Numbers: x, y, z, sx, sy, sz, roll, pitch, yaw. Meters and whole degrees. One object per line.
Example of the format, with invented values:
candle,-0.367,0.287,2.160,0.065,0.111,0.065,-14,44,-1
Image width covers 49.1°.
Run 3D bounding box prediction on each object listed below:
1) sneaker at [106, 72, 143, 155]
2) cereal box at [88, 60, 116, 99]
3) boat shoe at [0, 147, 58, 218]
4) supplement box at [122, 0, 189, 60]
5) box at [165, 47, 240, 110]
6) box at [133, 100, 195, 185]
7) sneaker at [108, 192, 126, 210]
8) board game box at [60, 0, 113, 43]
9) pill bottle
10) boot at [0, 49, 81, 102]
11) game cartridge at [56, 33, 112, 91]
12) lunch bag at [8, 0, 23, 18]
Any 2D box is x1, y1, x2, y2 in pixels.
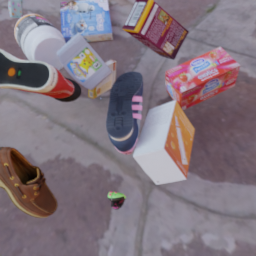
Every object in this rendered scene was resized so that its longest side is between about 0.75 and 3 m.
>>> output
sneaker,-0.047,-0.471,8.038,0.948,1.109,2.703,1,50,15
cereal box,-0.860,-1.650,9.426,0.261,0.952,1.323,21,36,22
boat shoe,-2.582,1.457,7.223,0.841,2.492,0.897,-20,33,20
supplement box,0.845,-2.921,8.396,0.766,1.788,0.987,34,99,50
box,2.187,-1.477,8.421,1.955,0.933,0.975,-25,57,-7
box,1.077,0.389,7.914,0.976,1.245,2.001,-18,33,34
sneaker,-0.264,1.794,6.850,0.359,0.934,0.391,6,71,18
board game box,-1.897,-4.821,12.582,2.178,0.475,2.189,-7,65,-5
pill bottle,-2.709,-2.668,8.790,1.290,1.290,2.217,-30,45,-13
boot,-2.715,-1.315,7.673,2.682,1.935,0.971,16,89,17
game cartridge,-1.214,-1.738,7.680,0.947,1.421,0.288,-39,31,8
lunch bag,-3.975,-4.236,9.882,0.468,0.653,0.767,-5,25,-23
